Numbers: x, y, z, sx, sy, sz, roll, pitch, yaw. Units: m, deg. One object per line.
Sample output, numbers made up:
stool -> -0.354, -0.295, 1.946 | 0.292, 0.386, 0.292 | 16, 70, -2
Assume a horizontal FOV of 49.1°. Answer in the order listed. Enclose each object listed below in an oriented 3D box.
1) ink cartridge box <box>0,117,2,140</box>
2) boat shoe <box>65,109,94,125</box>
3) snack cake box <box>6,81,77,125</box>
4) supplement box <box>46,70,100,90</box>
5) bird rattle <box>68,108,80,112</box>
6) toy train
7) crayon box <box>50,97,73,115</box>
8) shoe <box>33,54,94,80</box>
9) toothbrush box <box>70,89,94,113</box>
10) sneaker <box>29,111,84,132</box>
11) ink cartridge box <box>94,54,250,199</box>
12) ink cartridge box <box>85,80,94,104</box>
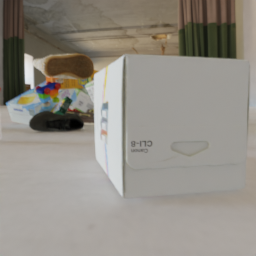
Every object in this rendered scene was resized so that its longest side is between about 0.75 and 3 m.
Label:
ink cartridge box -> -4.440, -0.882, 7.705 | 1.484, 2.578, 0.874 | 0, 6, 6
boat shoe -> -1.783, -0.491, 12.353 | 2.328, 0.693, 0.836 | -1, 7, 7
snack cake box -> -3.910, -1.227, 13.046 | 1.655, 0.967, 2.878 | 8, 32, 23
supplement box -> -2.473, -2.238, 12.908 | 2.444, 0.813, 0.841 | -11, 18, -36
bird rattle -> -2.799, -0.969, 16.335 | 1.596, 1.103, 1.958 | 17, 10, 0
toy train -> -2.494, -1.204, 9.588 | 0.550, 0.752, 1.300 | 16, 36, 31
crayon box -> -2.975, -0.730, 11.907 | 0.343, 0.837, 1.331 | 40, -40, -23
shoe -> -2.339, -2.359, 10.641 | 0.754, 0.988, 2.826 | 11, 13, 29
toothbrush box -> -3.112, -1.759, 15.581 | 2.316, 0.997, 1.686 | 31, 0, 32
sneaker -> -2.564, -0.201, 10.260 | 2.012, 0.764, 0.913 | -6, 15, -29
ink cartridge box -> 0.467, -0.116, 4.525 | 1.757, 1.749, 2.418 | -2, 6, -15
ink cartridge box -> -0.401, -1.531, 12.088 | 0.647, 1.962, 2.697 | -9, 24, 46
